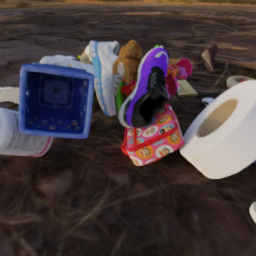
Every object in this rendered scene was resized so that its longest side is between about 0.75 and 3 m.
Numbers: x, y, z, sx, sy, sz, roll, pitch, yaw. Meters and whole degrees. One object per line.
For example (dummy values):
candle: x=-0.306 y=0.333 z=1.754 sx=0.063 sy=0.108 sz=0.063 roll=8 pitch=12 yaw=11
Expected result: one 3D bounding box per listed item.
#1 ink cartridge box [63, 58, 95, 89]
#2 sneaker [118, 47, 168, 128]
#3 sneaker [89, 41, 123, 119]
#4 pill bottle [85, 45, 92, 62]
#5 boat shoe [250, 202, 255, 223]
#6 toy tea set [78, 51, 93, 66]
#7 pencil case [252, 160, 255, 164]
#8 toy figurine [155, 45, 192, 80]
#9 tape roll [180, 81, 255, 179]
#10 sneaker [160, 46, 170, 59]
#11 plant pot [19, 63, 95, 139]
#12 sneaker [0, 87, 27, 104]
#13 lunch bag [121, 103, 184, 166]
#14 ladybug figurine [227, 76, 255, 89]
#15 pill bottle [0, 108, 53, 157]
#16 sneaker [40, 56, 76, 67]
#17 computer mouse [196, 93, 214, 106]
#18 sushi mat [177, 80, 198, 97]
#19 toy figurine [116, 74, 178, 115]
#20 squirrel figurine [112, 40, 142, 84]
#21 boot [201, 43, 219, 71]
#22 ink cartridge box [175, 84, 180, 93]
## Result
ink cartridge box: x=-1.775 y=-2.440 z=13.360 sx=2.693 sy=0.768 sz=2.189 roll=6 pitch=28 yaw=-17
sneaker: x=0.778 y=-1.157 z=8.275 sx=0.925 sy=2.661 sz=1.323 roll=27 pitch=-8 yaw=-31
sneaker: x=-0.560 y=-1.807 z=9.830 sx=1.278 sy=2.949 sz=1.105 roll=-10 pitch=-12 yaw=1
pill bottle: x=-1.107 y=-2.798 z=11.255 sx=0.686 sy=1.253 sz=0.686 roll=-21 pitch=50 yaw=28
boat shoe: x=3.646 y=2.146 z=5.910 sx=0.773 sy=0.696 sz=2.185 roll=-19 pitch=35 yaw=-30
toy tea set: x=-1.167 y=-3.453 z=14.809 sx=2.838 sy=1.688 sz=1.050 roll=-5 pitch=40 yaw=-8
pencil case: x=4.291 y=0.733 z=7.976 sx=2.554 sy=1.087 sz=1.180 roll=21 pitch=3 yaw=34
toy figurine: x=1.578 y=-2.112 z=9.876 sx=1.448 sy=1.181 sz=1.573 roll=10 pitch=33 yaw=-7
tape roll: x=2.722 y=0.029 z=7.663 sx=0.973 sy=2.781 sz=2.781 roll=41 pitch=32 yaw=-8
sneaker: x=1.234 y=-2.756 z=10.845 sx=0.645 sy=0.451 sz=1.298 roll=32 pitch=1 yaw=-16
plant pot: x=-1.957 y=-0.859 z=7.716 sx=1.807 sy=1.807 sz=1.624 roll=5 pitch=21 yaw=-15
sneaker: x=-5.002 y=-1.523 z=12.446 sx=1.947 sy=0.744 sz=0.784 roll=7 pitch=21 yaw=10
lunch bag: x=0.651 y=0.206 z=8.803 sx=1.964 sy=0.914 sz=2.230 roll=-27 pitch=23 yaw=12
ladybug figurine: x=5.368 y=-1.733 z=12.693 sx=1.432 sy=0.759 sz=2.110 roll=-12 pitch=32 yaw=-20
pill bottle: x=-3.371 y=0.129 z=7.944 sx=1.260 sy=1.260 sz=2.224 roll=22 pitch=3 yaw=33
sneaker: x=-3.908 y=-3.676 z=16.010 sx=1.398 sy=0.891 sz=2.418 roll=7 pitch=29 yaw=18
computer mouse: x=3.527 y=-1.226 z=12.293 sx=0.699 sy=0.280 sz=1.276 roll=-6 pitch=30 yaw=-13
sushi mat: x=2.675 y=-1.971 z=13.769 sx=0.937 sy=0.119 sz=1.959 roll=-4 pitch=29 yaw=-6
toy figurine: x=0.775 y=-1.437 z=10.735 sx=2.296 sy=1.873 sz=2.494 roll=-10 pitch=45 yaw=12
squirrel figurine: x=0.205 y=-2.129 z=8.954 sx=1.149 sy=1.231 sz=0.871 roll=-18 pitch=34 yaw=-37
boot: x=3.039 y=-2.525 z=10.026 sx=0.690 sy=0.830 sz=0.300 roll=-44 pitch=33 yaw=-5
ink cartridge box: x=2.055 y=-1.981 z=13.522 sx=0.836 sy=0.293 sz=1.028 roll=-1 pitch=35 yaw=16
